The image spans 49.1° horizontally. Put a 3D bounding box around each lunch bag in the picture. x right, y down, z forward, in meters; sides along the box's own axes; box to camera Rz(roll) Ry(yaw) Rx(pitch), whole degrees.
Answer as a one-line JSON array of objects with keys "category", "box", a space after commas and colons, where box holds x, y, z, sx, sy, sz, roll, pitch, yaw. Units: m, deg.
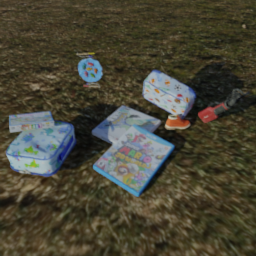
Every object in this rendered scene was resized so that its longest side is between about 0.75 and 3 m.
[{"category": "lunch bag", "box": [1.555, -1.308, 11.188, 2.144, 1.718, 0.810, 33, 74, 14]}, {"category": "lunch bag", "box": [-2.849, 0.636, 9.528, 1.772, 0.909, 2.205, 6, 35, 10]}]

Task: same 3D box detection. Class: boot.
[{"category": "boot", "box": [1.990, -0.258, 10.923, 1.063, 0.570, 0.399, -5, 30, -22]}]

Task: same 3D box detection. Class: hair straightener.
[{"category": "hair straightener", "box": [3.438, -0.926, 10.007, 1.123, 2.917, 0.597, -37, 81, -9]}]

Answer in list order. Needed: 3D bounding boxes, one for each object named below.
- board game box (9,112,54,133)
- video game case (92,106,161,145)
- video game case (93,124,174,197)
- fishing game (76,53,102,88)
[{"category": "board game box", "box": [-3.352, -0.228, 9.714, 1.408, 0.241, 0.946, -8, 26, -19]}, {"category": "video game case", "box": [-0.046, -0.019, 10.923, 1.880, 0.227, 2.063, 24, 45, 26]}, {"category": "video game case", "box": [0.252, 0.978, 9.481, 1.749, 0.218, 2.444, 28, 49, 19]}, {"category": "fishing game", "box": [-1.257, -1.858, 9.172, 0.856, 1.195, 0.186, 5, 33, 13]}]
